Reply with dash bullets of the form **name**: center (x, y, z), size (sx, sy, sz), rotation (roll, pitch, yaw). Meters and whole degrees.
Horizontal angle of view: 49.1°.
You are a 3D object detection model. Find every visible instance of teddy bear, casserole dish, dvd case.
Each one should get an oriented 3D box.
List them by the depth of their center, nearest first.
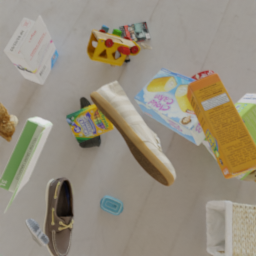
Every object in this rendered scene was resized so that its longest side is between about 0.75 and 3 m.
- **teddy bear**: center (-3.778, -0.486, 8.078), size (1.505, 2.076, 0.693), rotation (20, 56, 41)
- **casserole dish**: center (-0.580, 2.726, 9.839), size (0.871, 0.169, 0.528), rotation (22, 76, 5)
- **dvd case**: center (0.280, -3.965, 11.735), size (1.188, 0.131, 0.867), rotation (-13, 75, -3)

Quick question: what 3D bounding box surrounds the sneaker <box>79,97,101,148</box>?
- **sneaker**: center (-1.629, -0.192, 10.384), size (0.913, 0.764, 2.012), rotation (-15, 73, 2)

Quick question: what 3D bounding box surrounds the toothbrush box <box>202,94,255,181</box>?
- **toothbrush box**: center (3.792, 0.252, 9.138), size (2.316, 0.997, 1.686), rotation (-42, 105, -4)

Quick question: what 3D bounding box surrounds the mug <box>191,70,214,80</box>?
- **mug**: center (2.828, -1.015, 10.268), size (1.723, 1.295, 1.941), rotation (-6, 69, -23)

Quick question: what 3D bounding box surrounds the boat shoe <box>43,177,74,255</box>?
- **boat shoe**: center (-1.987, 2.647, 8.317), size (0.836, 0.693, 2.328), rotation (10, 67, -42)

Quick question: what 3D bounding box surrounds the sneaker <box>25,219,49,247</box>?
- **sneaker**: center (-2.322, 2.621, 6.932), size (0.320, 0.291, 0.779), rotation (-39, 83, 24)

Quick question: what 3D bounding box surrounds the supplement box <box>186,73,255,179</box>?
- **supplement box**: center (2.263, -0.047, 6.797), size (0.841, 0.813, 2.444), rotation (-23, 70, 1)

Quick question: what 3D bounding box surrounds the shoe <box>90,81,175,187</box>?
- **shoe**: center (0.218, 0.064, 6.432), size (0.754, 0.988, 2.826), rotation (-36, 76, -14)

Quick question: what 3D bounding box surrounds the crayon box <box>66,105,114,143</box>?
- **crayon box**: center (-0.987, -0.200, 8.000), size (1.331, 0.343, 0.837), rotation (-22, 115, 1)

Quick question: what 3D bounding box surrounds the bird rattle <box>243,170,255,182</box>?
- **bird rattle**: center (4.170, 1.040, 9.858), size (1.958, 1.103, 1.596), rotation (19, 78, 7)

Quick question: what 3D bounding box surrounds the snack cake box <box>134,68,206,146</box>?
- **snack cake box**: center (1.747, -0.835, 9.628), size (1.655, 0.967, 2.878), rotation (-46, 44, -9)

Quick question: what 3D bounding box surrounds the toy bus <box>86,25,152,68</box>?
- **toy bus**: center (-0.504, -2.971, 10.911), size (2.225, 2.099, 1.150), rotation (30, 120, 9)

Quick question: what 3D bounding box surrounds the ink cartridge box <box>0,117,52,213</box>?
- **ink cartridge box**: center (-2.725, 0.763, 7.256), size (0.647, 2.697, 1.962), rotation (24, 91, -9)

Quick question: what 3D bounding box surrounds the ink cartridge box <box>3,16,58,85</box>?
- **ink cartridge box**: center (-3.493, -2.836, 10.138), size (0.874, 2.578, 1.484), rotation (21, 75, 5)

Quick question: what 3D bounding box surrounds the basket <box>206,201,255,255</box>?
- **basket**: center (3.408, 3.232, 8.929), size (1.380, 1.700, 1.716), rotation (5, 74, -3)
